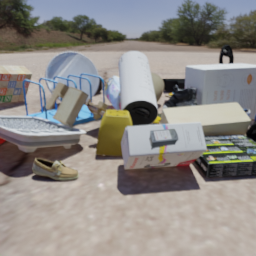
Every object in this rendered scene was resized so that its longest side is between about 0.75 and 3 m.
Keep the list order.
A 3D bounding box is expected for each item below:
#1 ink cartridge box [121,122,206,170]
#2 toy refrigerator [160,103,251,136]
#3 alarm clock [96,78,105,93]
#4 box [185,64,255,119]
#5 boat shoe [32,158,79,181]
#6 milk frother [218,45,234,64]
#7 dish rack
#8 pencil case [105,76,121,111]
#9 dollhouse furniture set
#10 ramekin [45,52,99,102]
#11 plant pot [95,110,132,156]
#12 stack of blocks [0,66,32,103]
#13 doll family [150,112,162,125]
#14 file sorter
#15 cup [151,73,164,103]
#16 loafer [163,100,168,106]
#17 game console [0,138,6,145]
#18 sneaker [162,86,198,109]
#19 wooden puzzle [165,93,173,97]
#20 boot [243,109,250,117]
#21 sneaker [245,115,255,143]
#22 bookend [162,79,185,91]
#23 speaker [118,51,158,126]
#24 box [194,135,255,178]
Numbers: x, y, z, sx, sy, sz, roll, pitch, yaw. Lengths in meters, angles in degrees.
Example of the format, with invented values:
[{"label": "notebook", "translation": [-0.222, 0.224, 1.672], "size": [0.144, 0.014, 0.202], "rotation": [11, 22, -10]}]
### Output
[{"label": "ink cartridge box", "translation": [0.783, 0.462, 6.724], "size": [1.766, 0.756, 1.303], "rotation": [-5, -21, -8]}, {"label": "toy refrigerator", "translation": [2.321, -0.084, 8.671], "size": [2.491, 0.872, 0.946], "rotation": [-5, 43, -10]}, {"label": "alarm clock", "translation": [-2.194, -2.452, 15.856], "size": [1.794, 0.886, 2.660], "rotation": [11, 25, 30]}, {"label": "box", "translation": [3.709, -1.389, 10.944], "size": [2.701, 2.057, 1.436], "rotation": [-6, 19, -17]}, {"label": "boat shoe", "translation": [-1.713, 0.967, 6.613], "size": [1.118, 0.371, 0.414], "rotation": [9, 18, 0]}, {"label": "milk frother", "translation": [5.372, -2.413, 12.984], "size": [2.574, 2.736, 2.469], "rotation": [10, 17, 25]}, {"label": "dish rack", "translation": [-2.844, 0.135, 8.195], "size": [2.653, 0.578, 2.277], "rotation": [16, 11, 34]}, {"label": "pencil case", "translation": [-0.175, -1.353, 11.906], "size": [1.230, 1.342, 2.958], "rotation": [-14, 24, -10]}, {"label": "dollhouse furniture set", "translation": [-1.280, -0.321, 9.493], "size": [2.035, 1.165, 2.387], "rotation": [25, -5, 41]}, {"label": "ramekin", "translation": [-2.642, -2.210, 13.036], "size": [2.441, 2.441, 1.137], "rotation": [-7, -3, -19]}, {"label": "plant pot", "translation": [-0.334, 0.083, 8.058], "size": [1.081, 1.105, 1.074], "rotation": [4, 19, -4]}, {"label": "stack of blocks", "translation": [-5.880, -1.987, 12.745], "size": [0.782, 1.538, 2.671], "rotation": [40, 28, 24]}, {"label": "doll family", "translation": [0.674, -0.275, 9.915], "size": [1.106, 0.751, 1.913], "rotation": [-19, 21, -34]}, {"label": "file sorter", "translation": [-2.420, -1.121, 10.841], "size": [2.695, 1.653, 1.870], "rotation": [-16, 25, -39]}, {"label": "cup", "translation": [0.894, -1.581, 12.790], "size": [1.536, 1.536, 1.099], "rotation": [1, 46, 3]}, {"label": "loafer", "translation": [2.330, -0.977, 12.034], "size": [1.859, 0.586, 0.668], "rotation": [-8, 21, -23]}, {"label": "game console", "translation": [-4.999, 0.474, 8.269], "size": [2.218, 0.389, 2.508], "rotation": [0, 19, 8]}, {"label": "sneaker", "translation": [2.323, -0.730, 9.815], "size": [2.133, 1.214, 0.805], "rotation": [25, 17, 21]}, {"label": "wooden puzzle", "translation": [2.476, -1.728, 14.899], "size": [0.730, 0.147, 0.790], "rotation": [-18, 26, -41]}, {"label": "boot", "translation": [3.732, -0.197, 9.522], "size": [0.555, 0.722, 1.510], "rotation": [14, 26, 35]}, {"label": "sneaker", "translation": [4.250, -0.037, 8.683], "size": [1.424, 0.983, 2.561], "rotation": [7, 25, -7]}, {"label": "bookend", "translation": [2.724, -2.308, 15.723], "size": [1.507, 0.699, 1.517], "rotation": [0, 19, 1]}, {"label": "speaker", "translation": [0.285, -1.397, 9.579], "size": [1.181, 1.181, 2.908], "rotation": [-1, 45, -4]}, {"label": "box", "translation": [2.649, 0.684, 7.459], "size": [1.895, 0.450, 1.830], "rotation": [-2, 21, -8]}]
